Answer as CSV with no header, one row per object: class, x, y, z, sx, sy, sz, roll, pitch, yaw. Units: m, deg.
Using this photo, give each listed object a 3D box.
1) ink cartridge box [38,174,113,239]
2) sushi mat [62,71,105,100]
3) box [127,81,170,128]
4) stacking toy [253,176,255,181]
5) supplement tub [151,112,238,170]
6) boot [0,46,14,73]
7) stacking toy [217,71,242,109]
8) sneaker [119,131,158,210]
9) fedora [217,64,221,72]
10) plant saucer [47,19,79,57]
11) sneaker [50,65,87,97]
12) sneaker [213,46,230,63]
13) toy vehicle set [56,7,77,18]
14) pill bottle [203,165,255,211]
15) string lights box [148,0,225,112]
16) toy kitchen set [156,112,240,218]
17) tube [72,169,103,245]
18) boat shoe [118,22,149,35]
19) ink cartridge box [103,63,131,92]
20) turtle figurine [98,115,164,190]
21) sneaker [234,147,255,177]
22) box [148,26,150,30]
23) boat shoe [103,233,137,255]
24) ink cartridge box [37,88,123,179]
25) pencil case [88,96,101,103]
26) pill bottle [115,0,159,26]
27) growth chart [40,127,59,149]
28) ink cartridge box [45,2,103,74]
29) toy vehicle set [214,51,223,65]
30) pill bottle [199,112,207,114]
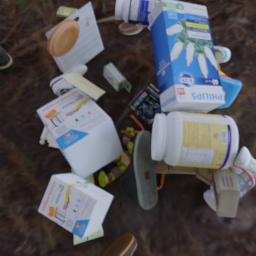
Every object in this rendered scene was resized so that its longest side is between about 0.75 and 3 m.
ink cartridge box,-1.292,1.876,6.961,1.354,0.980,0.997,23,91,20
sushi mat,-1.261,-1.225,7.974,1.191,0.072,0.570,33,40,5
box,0.839,-0.648,9.321,1.397,1.758,0.404,41,68,-4
stacking toy,4.125,1.454,8.742,0.602,1.097,0.637,45,113,20
supplement tub,1.626,0.309,7.187,1.928,1.402,1.402,5,61,-1
boot,-5.840,-3.627,11.115,2.807,1.941,1.087,31,65,16
stacking toy,2.784,-1.579,9.276,1.091,1.031,1.879,12,36,-15
sneaker,0.191,1.168,8.260,0.847,1.203,2.265,-7,101,-36
fedora,2.206,-2.094,10.724,2.628,1.072,2.628,2,59,-4
plant saucer,-1.997,-2.798,8.862,0.210,1.303,1.303,39,68,10
sneaker,-1.874,-1.550,9.198,1.348,0.515,0.543,-35,73,1
sneaker,2.683,-2.703,10.218,1.886,0.722,0.762,6,15,31
toy vehicle set,-2.861,-5.406,13.132,0.871,0.116,0.541,12,62,7
pill bottle,3.120,1.883,8.708,1.485,0.860,0.860,-33,66,-17
string lights box,1.576,-1.960,7.842,1.530,0.878,2.978,-1,76,-22
toy kitchen set,1.686,0.899,7.785,2.395,1.954,2.161,1,31,9
tube,-1.343,2.128,8.564,0.665,0.743,2.562,5,52,-23
boat shoe,0.481,-4.817,12.445,2.084,0.748,0.789,-30,65,-15
ink cartridge box,-0.390,-1.636,9.605,0.328,0.574,1.105,-37,80,-18
turtle figurine,-0.109,0.962,9.139,2.141,0.855,2.655,-13,77,-29
sneaker,3.099,0.894,6.967,0.797,1.379,0.508,31,94,22
box,1.557,-3.024,9.451,0.615,1.798,0.739,-52,37,13
boat shoe,-0.451,3.858,7.800,1.965,0.692,0.691,-41,107,-17
ink cartridge box,-1.414,0.105,8.191,1.514,1.488,2.057,-33,46,-15
pencil case,-1.444,-0.972,10.508,0.416,0.452,0.977,38,67,-8
pill bottle,0.340,-4.382,10.533,1.606,0.929,0.929,8,62,0
growth chart,-1.908,0.181,10.013,2.433,0.216,1.761,18,62,10
ink cartridge box,-2.012,-3.310,10.486,1.997,2.457,0.701,-41,64,-12
toy vehicle set,2.182,-1.588,9.023,0.252,1.183,1.904,30,102,-13
pill bottle,2.312,-0.724,10.283,1.107,0.606,0.606,-13,62,-7
